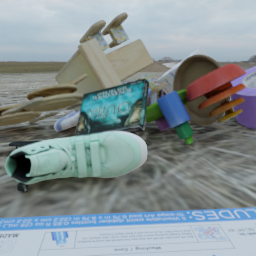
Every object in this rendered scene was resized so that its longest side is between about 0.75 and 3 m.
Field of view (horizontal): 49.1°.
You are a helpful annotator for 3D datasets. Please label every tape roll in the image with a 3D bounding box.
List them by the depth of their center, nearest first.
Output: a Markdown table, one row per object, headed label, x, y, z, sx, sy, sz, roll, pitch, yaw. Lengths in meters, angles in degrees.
| label | x | y | z | sx | sy | sz | roll | pitch | yaw |
| --- | --- | --- | --- | --- | --- | --- | --- | --- | --- |
| tape roll | 3.966 | -0.951 | 7.410 | 2.345 | 0.996 | 2.345 | -18 | 23 | 8 |

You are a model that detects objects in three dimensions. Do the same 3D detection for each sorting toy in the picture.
| label | x | y | z | sx | sy | sz | roll | pitch | yaw |
| --- | --- | --- | --- | --- | --- | --- | --- | --- | --- |
| sorting toy | 1.402 | -0.345 | 6.267 | 1.632 | 1.115 | 2.716 | -25 | -2 | -45 |

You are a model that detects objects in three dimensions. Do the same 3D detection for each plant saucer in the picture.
| label | x | y | z | sx | sy | sz | roll | pitch | yaw |
| --- | --- | --- | --- | --- | --- | --- | --- | --- | --- |
| plant saucer | 1.898 | -0.984 | 7.313 | 0.270 | 1.833 | 1.833 | -15 | 19 | -33 |

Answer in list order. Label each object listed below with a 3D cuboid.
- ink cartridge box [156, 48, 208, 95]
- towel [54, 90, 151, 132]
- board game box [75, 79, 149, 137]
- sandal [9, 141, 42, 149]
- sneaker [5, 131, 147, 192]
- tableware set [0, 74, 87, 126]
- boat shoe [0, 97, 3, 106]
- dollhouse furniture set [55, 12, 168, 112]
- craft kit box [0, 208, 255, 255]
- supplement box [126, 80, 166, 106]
| label | x | y | z | sx | sy | sz | roll | pitch | yaw |
| --- | --- | --- | --- | --- | --- | --- | --- | --- | --- |
| ink cartridge box | 1.962 | -1.439 | 8.935 | 0.815 | 1.392 | 1.926 | -42 | 7 | -20 |
| towel | -0.611 | -0.552 | 7.347 | 2.425 | 0.289 | 1.781 | -18 | 11 | 13 |
| board game box | -0.320 | -0.319 | 5.255 | 1.462 | 0.989 | 0.206 | -10 | -30 | 31 |
| sandal | -1.938 | 0.368 | 5.476 | 0.310 | 0.197 | 0.825 | 7 | 3 | 31 |
| sneaker | -0.721 | 0.479 | 3.795 | 1.860 | 0.684 | 1.097 | -6 | 5 | 19 |
| tableware set | -2.233 | -0.576 | 6.465 | 2.826 | 0.566 | 1.868 | -14 | -2 | 35 |
| boat shoe | -4.152 | -0.743 | 7.275 | 0.726 | 0.593 | 1.966 | 14 | -2 | 18 |
| dollhouse furniture set | -0.276 | -1.769 | 7.765 | 2.845 | 2.493 | 1.890 | -35 | 7 | -33 |
| craft kit box | 0.133 | 1.218 | 0.975 | 2.699 | 0.655 | 2.666 | -1 | 11 | -4 |
| supplement box | 1.246 | -1.404 | 11.363 | 1.567 | 0.877 | 2.879 | -9 | 17 | -29 |
